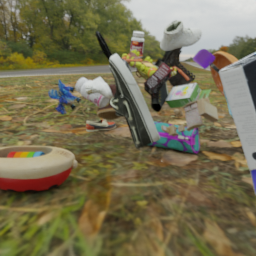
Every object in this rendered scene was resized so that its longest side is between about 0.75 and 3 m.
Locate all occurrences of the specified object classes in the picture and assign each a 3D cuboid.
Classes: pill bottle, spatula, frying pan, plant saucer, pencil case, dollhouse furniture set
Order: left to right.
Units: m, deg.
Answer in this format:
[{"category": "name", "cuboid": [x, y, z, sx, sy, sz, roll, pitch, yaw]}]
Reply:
[{"category": "pill bottle", "cuboid": [-1.544, -1.561, 12.258, 1.452, 0.823, 0.823, 32, 26, 15]}, {"category": "frying pan", "cuboid": [-0.216, -1.697, 7.903, 0.456, 2.800, 1.693, -13, 37, 8]}, {"category": "pill bottle", "cuboid": [0.391, -3.574, 12.042, 0.561, 1.025, 0.561, 5, 25, -2]}, {"category": "pencil case", "cuboid": [1.532, 0.303, 11.030, 2.526, 1.075, 1.167, 8, -5, 28]}, {"category": "dollhouse furniture set", "cuboid": [1.610, -0.369, 7.701, 0.654, 0.765, 1.477, 22, -34, -37]}, {"category": "spatula", "cuboid": [2.985, -1.899, 9.287, 1.842, 0.520, 0.189, 37, 17, -8]}, {"category": "plant saucer", "cuboid": [4.158, -2.072, 11.433, 0.434, 2.320, 2.320, -28, 19, -4]}]

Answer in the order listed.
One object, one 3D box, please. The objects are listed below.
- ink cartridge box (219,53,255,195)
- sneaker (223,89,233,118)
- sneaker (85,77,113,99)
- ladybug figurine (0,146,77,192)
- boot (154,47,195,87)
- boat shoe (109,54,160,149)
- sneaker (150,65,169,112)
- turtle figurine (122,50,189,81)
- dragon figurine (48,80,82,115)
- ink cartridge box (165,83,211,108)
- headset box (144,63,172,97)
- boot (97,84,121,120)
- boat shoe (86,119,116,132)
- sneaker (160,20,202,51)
[{"category": "ink cartridge box", "cuboid": [3.113, -0.352, 5.524, 2.557, 2.581, 0.560, -28, 15, -28]}, {"category": "sneaker", "cuboid": [2.628, -0.215, 6.299, 0.744, 1.817, 0.672, -19, -9, -29]}, {"category": "sneaker", "cuboid": [-1.121, -1.333, 10.191, 0.802, 0.511, 1.387, -24, 38, -13]}, {"category": "ladybug figurine", "cuboid": [-2.857, 1.155, 7.953, 2.856, 1.027, 1.939, 1, 11, 7]}, {"category": "boot", "cuboid": [2.360, -2.805, 12.718, 1.878, 2.158, 0.747, 33, 29, -19]}, {"category": "boat shoe", "cuboid": [-0.003, -0.487, 5.779, 0.646, 2.029, 0.717, -26, 16, 0]}, {"category": "sneaker", "cuboid": [1.116, -1.529, 11.054, 0.678, 1.814, 0.963, -3, 45, 31]}, {"category": "turtle figurine", "cuboid": [0.729, -2.009, 9.555, 2.404, 0.774, 1.939, 10, 23, -18]}, {"category": "dragon figurine", "cuboid": [-2.236, -1.182, 9.398, 1.030, 0.610, 2.072, 26, 25, -51]}, {"category": "ink cartridge box", "cuboid": [2.353, -1.285, 11.089, 1.602, 0.475, 0.832, -2, 47, 47]}, {"category": "headset box", "cuboid": [0.852, -1.354, 7.791, 0.340, 0.880, 0.655, 42, -2, 9]}, {"category": "boot", "cuboid": [-0.579, -1.072, 10.991, 1.719, 0.622, 1.430, -9, 58, -25]}, {"category": "boat shoe", "cuboid": [-1.327, -0.170, 13.827, 1.605, 0.502, 0.571, -8, 15, -30]}, {"category": "sneaker", "cuboid": [1.347, -2.311, 6.771, 1.150, 0.665, 0.424, -23, 65, -13]}]
